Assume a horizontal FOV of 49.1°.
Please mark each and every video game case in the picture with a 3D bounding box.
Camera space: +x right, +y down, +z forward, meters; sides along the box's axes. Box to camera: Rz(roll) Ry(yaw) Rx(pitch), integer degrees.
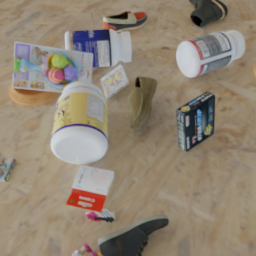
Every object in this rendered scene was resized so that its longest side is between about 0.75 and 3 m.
[{"bbox_3d":[-0.542,-1.822,10.973,1.054,0.133,1.158,-33,48,16],"label":"video game case"}]

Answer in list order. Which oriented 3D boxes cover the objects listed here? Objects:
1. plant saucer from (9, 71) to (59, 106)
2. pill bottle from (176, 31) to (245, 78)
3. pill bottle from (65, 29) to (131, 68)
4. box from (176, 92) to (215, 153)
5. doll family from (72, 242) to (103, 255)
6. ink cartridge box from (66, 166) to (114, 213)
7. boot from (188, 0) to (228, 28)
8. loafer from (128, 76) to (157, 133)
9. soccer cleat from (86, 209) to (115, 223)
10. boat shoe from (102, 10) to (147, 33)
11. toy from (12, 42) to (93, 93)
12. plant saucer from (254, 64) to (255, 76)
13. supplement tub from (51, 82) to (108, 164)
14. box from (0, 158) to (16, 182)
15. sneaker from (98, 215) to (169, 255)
[{"bbox_3d":[-3.707,-1.719,11.137,2.074,0.388,2.074,0,49,0],"label":"plant saucer"},{"bbox_3d":[3.434,-3.126,11.619,2.560,1.483,1.483,-20,52,-18],"label":"pill bottle"},{"bbox_3d":[-1.229,-3.325,11.767,2.642,1.529,1.529,-5,50,-6],"label":"pill bottle"},{"bbox_3d":[2.169,-0.175,8.920,1.304,1.641,0.378,-30,43,-19],"label":"box"},{"bbox_3d":[-0.829,3.700,5.918,2.719,1.225,1.688,33,57,25],"label":"doll family"},{"bbox_3d":[-1.077,1.711,8.087,1.069,0.375,1.315,10,34,8],"label":"ink cartridge box"},{"bbox_3d":[3.636,-6.377,14.789,1.846,1.034,2.669,-32,55,-18],"label":"boot"},{"bbox_3d":[0.375,-0.886,9.894,0.819,0.923,2.427,23,51,-9],"label":"loafer"},{"bbox_3d":[-0.748,2.388,7.717,0.805,0.281,0.348,9,38,3],"label":"soccer cleat"},{"bbox_3d":[-0.117,-5.465,14.082,2.556,0.800,0.910,-23,51,-20],"label":"boat shoe"},{"bbox_3d":[-2.500,-1.990,9.538,2.657,1.530,0.627,4,5,-19],"label":"toy"},{"bbox_3d":[6.461,-2.357,11.662,2.260,0.423,2.260,0,49,0],"label":"plant saucer"},{"bbox_3d":[-1.506,-0.197,8.974,1.683,1.683,2.315,-3,49,-2],"label":"supplement tub"},{"bbox_3d":[-3.838,1.296,8.710,0.422,0.133,0.767,4,49,4],"label":"box"},{"bbox_3d":[0.292,2.954,7.017,1.907,0.713,1.013,-20,60,-10],"label":"sneaker"}]
